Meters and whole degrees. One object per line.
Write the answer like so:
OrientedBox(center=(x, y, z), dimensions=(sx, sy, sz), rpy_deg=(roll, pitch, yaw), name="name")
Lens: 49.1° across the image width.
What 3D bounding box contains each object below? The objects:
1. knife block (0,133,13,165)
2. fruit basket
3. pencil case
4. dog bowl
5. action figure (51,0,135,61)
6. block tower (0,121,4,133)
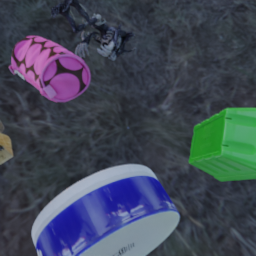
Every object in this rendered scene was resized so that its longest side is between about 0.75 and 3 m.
OrientedBox(center=(-1.992, 0.182, 4.081), dimensions=(0.243, 0.667, 0.759), rpy_deg=(-33, 37, -7), name="knife block")
OrientedBox(center=(2.432, 0.337, 5.587), dimensions=(2.052, 2.052, 1.480), rpy_deg=(11, 76, 4), name="fruit basket")
OrientedBox(center=(-1.616, -1.159, 5.478), dimensions=(0.993, 0.962, 2.119), rpy_deg=(-34, 37, -20), name="pencil case")
OrientedBox(center=(-0.319, 1.666, 4.589), dimensions=(2.262, 2.262, 0.891), rpy_deg=(-28, 55, -11), name="dog bowl")
OrientedBox(center=(-0.630, -1.773, 5.492), dimensions=(1.070, 1.800, 0.919), rpy_deg=(-3, 64, 46), name="action figure")
OrientedBox(center=(-3.361, -0.013, 6.165), dimensions=(1.224, 0.330, 0.354), rpy_deg=(5, 47, 6), name="block tower")
